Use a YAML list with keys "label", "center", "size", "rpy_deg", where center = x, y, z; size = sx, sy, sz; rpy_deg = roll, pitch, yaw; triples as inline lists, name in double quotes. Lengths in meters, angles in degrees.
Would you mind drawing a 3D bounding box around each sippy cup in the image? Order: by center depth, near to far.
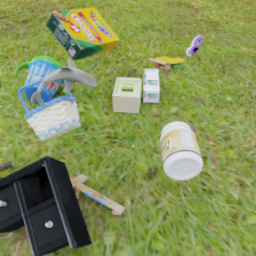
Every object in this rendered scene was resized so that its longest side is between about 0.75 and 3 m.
- label: "sippy cup"
  center: [-4.123, -2.183, 13.521]
  size: [2.376, 1.866, 1.741]
  rpy_deg: [-2, 53, 17]

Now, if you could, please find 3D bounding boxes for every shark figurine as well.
- label: "shark figurine"
  center: [-1.984, -1.445, 8.042]
  size: [1.922, 0.802, 1.148]
  rpy_deg: [-23, 85, -14]

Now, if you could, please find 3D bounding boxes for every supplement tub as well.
- label: "supplement tub"
  center: [1.599, 0.683, 8.704]
  size: [1.151, 1.151, 1.594]
  rpy_deg: [-1, 41, -1]

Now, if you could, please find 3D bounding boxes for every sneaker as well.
- label: "sneaker"
  center: [2.752, -3.247, 11.210]
  size: [0.419, 0.405, 1.005]
  rpy_deg: [12, 66, 56]

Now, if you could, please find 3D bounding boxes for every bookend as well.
- label: "bookend"
  center: [-2.879, 2.663, 8.254]
  size: [2.705, 1.246, 2.688]
  rpy_deg: [-26, 69, 5]

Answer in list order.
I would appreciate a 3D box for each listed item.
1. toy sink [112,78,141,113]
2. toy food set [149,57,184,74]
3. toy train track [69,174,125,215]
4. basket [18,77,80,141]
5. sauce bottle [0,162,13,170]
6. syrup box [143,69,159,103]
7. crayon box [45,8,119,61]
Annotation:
- label: "toy sink"
  center: [-0.007, -1.719, 13.412]
  size: [1.225, 1.053, 1.879]
  rpy_deg: [5, 44, 5]
- label: "toy food set"
  center: [1.268, -2.023, 9.116]
  size: [0.776, 0.431, 1.319]
  rpy_deg: [27, 32, 37]
- label: "toy train track"
  center: [-1.420, 2.307, 9.590]
  size: [2.731, 0.444, 1.567]
  rpy_deg: [25, 14, 15]
- label: "basket"
  center: [-2.604, -0.688, 9.279]
  size: [1.750, 1.984, 1.380]
  rpy_deg: [-21, 2, 14]
- label: "sauce bottle"
  center: [-4.885, 1.465, 10.631]
  size: [0.979, 0.317, 0.317]
  rpy_deg: [-8, 44, -11]
- label: "syrup box"
  center: [1.142, -2.119, 14.044]
  size: [0.747, 0.773, 1.898]
  rpy_deg: [1, 43, 2]
- label: "crayon box"
  center: [-1.584, -3.834, 11.198]
  size: [1.805, 0.722, 2.843]
  rpy_deg: [51, 41, 3]
